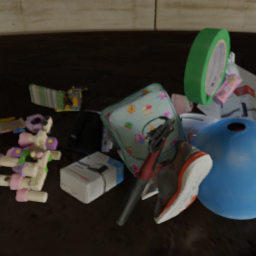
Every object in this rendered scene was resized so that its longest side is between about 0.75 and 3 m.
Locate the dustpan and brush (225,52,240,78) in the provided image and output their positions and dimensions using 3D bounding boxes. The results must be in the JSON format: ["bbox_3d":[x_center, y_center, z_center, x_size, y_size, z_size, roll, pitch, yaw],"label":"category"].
[{"bbox_3d":[2.826,-1.717,7.712,1.134,0.324,0.791,27,29,-59],"label":"dustpan and brush"}]

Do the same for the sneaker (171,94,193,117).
[{"bbox_3d":[1.823,-0.522,9.459,0.708,1.355,0.510,4,42,14],"label":"sneaker"}]

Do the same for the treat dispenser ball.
[{"bbox_3d":[2.481,0.919,6.516,2.301,2.301,2.301,0,25,0],"label":"treat dispenser ball"}]

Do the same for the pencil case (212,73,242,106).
[{"bbox_3d":[2.305,-0.912,6.564,0.789,0.345,0.345,-52,41,-5],"label":"pencil case"}]

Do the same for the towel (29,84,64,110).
[{"bbox_3d":[-2.968,-1.124,10.287,1.230,0.918,0.189,14,50,2],"label":"towel"}]

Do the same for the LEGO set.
[{"bbox_3d":[-2.809,-1.533,13.218,1.407,1.060,1.830,3,26,6],"label":"LEGO set"}]

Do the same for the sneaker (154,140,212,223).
[{"bbox_3d":[0.996,1.153,6.051,0.849,2.204,0.902,-10,45,-38],"label":"sneaker"}]

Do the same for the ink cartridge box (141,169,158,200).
[{"bbox_3d":[0.882,1.232,6.912,1.204,1.366,0.305,-23,66,-15],"label":"ink cartridge box"}]

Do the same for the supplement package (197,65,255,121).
[{"bbox_3d":[3.862,-0.565,9.033,1.330,1.869,2.399,27,15,-48],"label":"supplement package"}]

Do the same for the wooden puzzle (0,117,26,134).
[{"bbox_3d":[-4.669,-0.074,11.220,1.052,0.182,1.559,-15,29,-20],"label":"wooden puzzle"}]

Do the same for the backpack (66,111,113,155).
[{"bbox_3d":[-1.121,0.138,9.303,1.492,1.421,1.149,13,12,25],"label":"backpack"}]

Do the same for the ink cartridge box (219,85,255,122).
[{"bbox_3d":[3.175,-0.448,8.067,0.921,1.276,0.534,-19,-25,41],"label":"ink cartridge box"}]

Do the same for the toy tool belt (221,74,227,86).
[{"bbox_3d":[2.674,-1.489,8.516,0.975,0.609,0.599,16,15,-11],"label":"toy tool belt"}]

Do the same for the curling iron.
[{"bbox_3d":[0.230,0.954,5.760,0.717,2.892,0.370,-8,41,-41],"label":"curling iron"}]

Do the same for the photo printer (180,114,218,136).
[{"bbox_3d":[2.327,0.096,8.627,1.291,1.551,0.539,13,70,44],"label":"photo printer"}]

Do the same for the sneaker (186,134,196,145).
[{"bbox_3d":[1.647,0.785,8.209,0.525,1.389,0.802,30,-1,-31],"label":"sneaker"}]

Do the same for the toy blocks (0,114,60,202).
[{"bbox_3d":[-2.730,0.733,7.002,1.512,1.796,1.679,8,52,3],"label":"toy blocks"}]

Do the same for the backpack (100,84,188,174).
[{"bbox_3d":[0.518,0.159,7.380,1.960,2.230,1.710,-28,8,-4],"label":"backpack"}]

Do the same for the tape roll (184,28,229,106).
[{"bbox_3d":[1.931,-1.457,6.771,0.434,1.807,1.807,18,31,29],"label":"tape roll"}]

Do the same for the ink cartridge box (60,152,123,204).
[{"bbox_3d":[-0.974,1.306,7.687,1.047,0.604,1.443,21,28,33],"label":"ink cartridge box"}]
